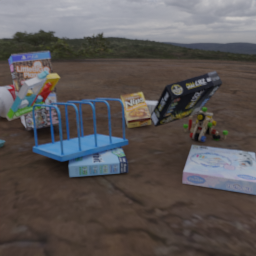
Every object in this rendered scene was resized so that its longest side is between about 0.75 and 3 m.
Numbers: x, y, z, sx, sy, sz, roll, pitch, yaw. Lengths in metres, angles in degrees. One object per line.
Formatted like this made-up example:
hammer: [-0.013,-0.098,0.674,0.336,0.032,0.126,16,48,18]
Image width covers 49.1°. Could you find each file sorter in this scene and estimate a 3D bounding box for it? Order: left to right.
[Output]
file sorter: [-1.547,-0.077,8.982,2.540,1.558,1.763,-12,13,-42]

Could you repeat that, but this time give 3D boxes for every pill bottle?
pill bottle: [-5.760,-1.377,14.017,1.492,1.492,2.658,11,21,29]

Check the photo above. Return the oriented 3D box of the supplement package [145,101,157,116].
supplement package: [0.911,-0.898,13.760,1.347,0.738,0.766,6,19,17]

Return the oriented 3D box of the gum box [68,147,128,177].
gum box: [-0.946,0.997,8.622,1.688,0.376,1.434,-4,16,-9]

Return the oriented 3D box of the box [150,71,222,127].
box: [1.744,-0.850,8.882,1.704,0.519,2.114,-19,-19,-16]

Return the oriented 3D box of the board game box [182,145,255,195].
board game box: [2.695,1.146,8.147,1.940,0.421,1.931,6,20,18]

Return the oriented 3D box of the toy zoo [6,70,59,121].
toy zoo: [-3.042,-1.098,9.117,0.212,2.075,1.361,49,35,5]

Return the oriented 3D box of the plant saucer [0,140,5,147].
plant saucer: [-5.325,0.885,9.270,0.881,0.239,2.521,7,21,21]

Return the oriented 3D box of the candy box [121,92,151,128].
candy box: [0.321,-0.837,12.715,1.048,0.502,1.815,-8,46,-6]

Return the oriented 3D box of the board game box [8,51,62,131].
board game box: [-3.934,-1.572,11.756,1.411,2.914,2.323,-13,14,-23]

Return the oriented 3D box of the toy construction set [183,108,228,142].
toy construction set: [2.904,-0.283,11.112,1.372,1.264,1.645,-9,20,-26]
